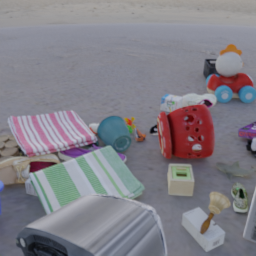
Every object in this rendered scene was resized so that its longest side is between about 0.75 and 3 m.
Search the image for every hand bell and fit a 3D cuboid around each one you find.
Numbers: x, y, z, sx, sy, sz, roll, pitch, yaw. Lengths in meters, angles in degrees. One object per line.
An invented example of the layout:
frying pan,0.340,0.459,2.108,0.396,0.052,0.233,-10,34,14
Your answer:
hand bell,2.008,2.131,6.806,0.551,0.551,1.058,20,51,34

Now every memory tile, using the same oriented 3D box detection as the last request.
memory tile,-4.817,0.870,10.197,1.756,0.192,2.291,-9,29,-3

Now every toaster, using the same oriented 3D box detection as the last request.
toaster,-0.578,2.368,5.403,2.962,1.683,1.913,-4,16,41

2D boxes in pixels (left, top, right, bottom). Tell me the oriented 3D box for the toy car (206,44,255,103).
toy car,5.690,-3.099,15.243,2.477,2.800,2.581,1,28,2

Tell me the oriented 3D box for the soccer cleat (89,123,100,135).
soccer cleat,-1.024,-0.013,11.422,0.602,0.747,1.754,-20,29,-33

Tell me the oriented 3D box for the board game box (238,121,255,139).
board game box,5.879,0.200,10.754,1.614,0.434,2.689,-23,22,-37

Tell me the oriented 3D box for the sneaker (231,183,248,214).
sneaker,3.247,1.885,8.032,0.460,0.530,1.197,6,28,12

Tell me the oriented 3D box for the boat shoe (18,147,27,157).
boat shoe,-3.717,0.953,10.042,0.328,0.388,1.088,-15,24,-23

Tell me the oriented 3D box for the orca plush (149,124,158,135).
orca plush,1.652,-0.084,11.840,1.544,0.549,0.812,-2,27,-4

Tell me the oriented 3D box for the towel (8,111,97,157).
towel,-2.677,0.081,10.093,2.707,0.405,1.981,-11,43,-36

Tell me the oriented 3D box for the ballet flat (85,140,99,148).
ballet flat,-1.809,0.423,10.899,1.505,0.550,0.550,12,30,23

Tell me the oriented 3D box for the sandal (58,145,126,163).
sandal,-1.310,0.912,9.833,2.485,0.611,1.011,5,28,9

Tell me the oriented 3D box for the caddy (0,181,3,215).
caddy,-4.310,1.885,6.750,2.504,1.314,1.770,-8,11,-12

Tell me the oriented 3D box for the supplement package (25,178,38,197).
supplement package,-2.605,1.746,8.363,0.766,0.449,0.448,11,29,15

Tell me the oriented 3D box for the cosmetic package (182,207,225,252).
cosmetic package,1.848,2.501,6.975,0.559,0.402,0.990,-15,32,-24

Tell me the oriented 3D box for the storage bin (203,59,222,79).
storage bin,5.901,-3.749,18.426,1.534,1.064,2.269,2,26,4

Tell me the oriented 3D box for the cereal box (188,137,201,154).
cereal box,2.159,0.552,10.147,0.764,0.210,1.062,3,29,-41

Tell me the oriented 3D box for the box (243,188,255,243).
box,4.150,1.649,7.314,1.451,1.611,2.863,15,30,26

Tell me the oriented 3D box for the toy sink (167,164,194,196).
toy sink,1.607,1.508,8.676,0.712,0.612,1.092,3,27,5

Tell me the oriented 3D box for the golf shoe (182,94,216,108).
golf shoe,3.378,-1.284,13.845,1.866,0.703,0.854,-3,25,21

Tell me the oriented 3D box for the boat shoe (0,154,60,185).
boat shoe,-3.183,1.312,8.745,2.193,0.808,0.758,-15,15,-27

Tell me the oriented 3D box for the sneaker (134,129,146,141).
sneaker,0.498,0.300,11.444,0.436,0.302,0.779,3,35,-7

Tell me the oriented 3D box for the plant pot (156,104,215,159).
plant pot,1.959,0.191,9.957,1.731,1.901,1.901,-7,27,2

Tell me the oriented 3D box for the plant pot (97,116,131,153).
plant pot,-0.438,0.314,10.535,1.172,1.172,1.101,-12,37,-22

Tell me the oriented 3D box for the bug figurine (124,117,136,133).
bug figurine,-0.351,-0.082,12.039,1.465,0.377,1.136,-6,33,-18

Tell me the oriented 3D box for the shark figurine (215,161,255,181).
shark figurine,3.690,1.282,9.174,1.450,0.605,0.866,0,28,5

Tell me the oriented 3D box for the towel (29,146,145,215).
towel,-1.184,1.607,8.132,2.775,0.325,2.116,-19,49,-30

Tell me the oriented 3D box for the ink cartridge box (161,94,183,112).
ink cartridge box,2.171,-1.195,13.867,0.910,0.668,0.665,14,30,27

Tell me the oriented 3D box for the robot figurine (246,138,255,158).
robot figurine,4.839,0.708,10.196,0.973,0.731,0.607,7,6,35
